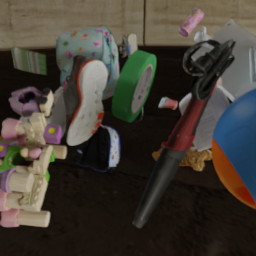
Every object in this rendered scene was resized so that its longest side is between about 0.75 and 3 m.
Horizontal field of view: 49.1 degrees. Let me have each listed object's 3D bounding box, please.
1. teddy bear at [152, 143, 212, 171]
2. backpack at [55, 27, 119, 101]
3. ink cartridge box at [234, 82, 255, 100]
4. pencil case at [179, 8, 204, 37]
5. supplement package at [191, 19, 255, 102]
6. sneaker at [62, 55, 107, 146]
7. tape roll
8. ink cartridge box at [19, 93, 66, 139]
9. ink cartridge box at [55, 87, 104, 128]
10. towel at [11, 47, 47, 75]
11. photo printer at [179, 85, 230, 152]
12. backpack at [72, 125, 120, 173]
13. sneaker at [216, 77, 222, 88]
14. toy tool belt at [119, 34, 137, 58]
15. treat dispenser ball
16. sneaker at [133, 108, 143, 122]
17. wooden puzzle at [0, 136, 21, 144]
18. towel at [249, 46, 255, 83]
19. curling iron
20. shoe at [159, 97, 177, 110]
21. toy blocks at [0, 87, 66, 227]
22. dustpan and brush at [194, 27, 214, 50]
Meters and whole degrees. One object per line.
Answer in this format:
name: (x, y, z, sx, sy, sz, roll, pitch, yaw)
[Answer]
teddy bear: (1.861, 0.988, 9.354, 1.629, 0.750, 2.247, 23, 23, 29)
backpack: (-1.279, -1.992, 8.986, 1.960, 2.230, 1.710, -8, -5, 9)
ink cartridge box: (3.167, -0.417, 6.357, 0.921, 1.276, 0.534, -14, 29, 51)
pencil case: (1.671, -2.799, 7.436, 0.345, 0.345, 0.789, 27, 77, 48)
supplement package: (3.781, -2.144, 9.700, 1.330, 1.869, 2.399, 27, 24, -55)
sneaker: (-1.098, -0.631, 6.438, 0.849, 2.204, 0.902, -11, 40, -45)
tape roll: (0.176, -1.042, 7.178, 0.434, 1.807, 1.807, 21, 27, 13)
ink cartridge box: (-2.198, -0.307, 7.474, 1.443, 0.604, 1.047, 0, 60, 42)
ink cartridge box: (-1.431, -0.498, 8.306, 0.305, 1.366, 1.204, -45, 52, 1)
towel: (-3.593, -2.436, 10.242, 1.230, 0.918, 0.189, 12, 47, 0)
photo printer: (2.104, -0.284, 7.371, 1.291, 1.551, 0.539, -27, -8, 41)
backpack: (-0.902, 0.611, 9.137, 1.492, 1.421, 1.149, 10, 8, 23)
sneaker: (2.295, -0.972, 8.009, 0.708, 1.355, 0.510, -19, 46, -21)
toy tool belt: (-0.021, -2.696, 9.555, 0.599, 0.975, 0.609, 13, 21, 43)
treat dispenser ball: (2.662, 0.373, 4.941, 2.301, 2.301, 2.301, 0, 22, 0)
sneaker: (0.281, -0.813, 8.694, 0.525, 1.389, 0.802, -26, -18, 27)
wooden puzzle: (-4.535, 0.568, 10.897, 1.052, 0.182, 1.559, -16, 27, -24)
towel: (4.318, -1.430, 8.065, 1.770, 2.067, 0.498, -13, 12, -16)
curling iron: (0.567, 0.202, 3.682, 0.717, 2.892, 0.370, -7, 37, -44)
shoe: (1.505, -0.882, 10.561, 0.515, 0.405, 1.133, 22, -1, -4)
toy blocks: (-1.958, 0.466, 4.356, 1.512, 1.796, 1.679, 6, 54, 1)
dustpan and brush: (2.469, -2.954, 9.098, 0.791, 0.324, 1.134, 35, 12, 22)
